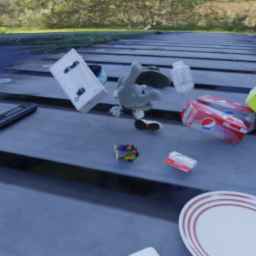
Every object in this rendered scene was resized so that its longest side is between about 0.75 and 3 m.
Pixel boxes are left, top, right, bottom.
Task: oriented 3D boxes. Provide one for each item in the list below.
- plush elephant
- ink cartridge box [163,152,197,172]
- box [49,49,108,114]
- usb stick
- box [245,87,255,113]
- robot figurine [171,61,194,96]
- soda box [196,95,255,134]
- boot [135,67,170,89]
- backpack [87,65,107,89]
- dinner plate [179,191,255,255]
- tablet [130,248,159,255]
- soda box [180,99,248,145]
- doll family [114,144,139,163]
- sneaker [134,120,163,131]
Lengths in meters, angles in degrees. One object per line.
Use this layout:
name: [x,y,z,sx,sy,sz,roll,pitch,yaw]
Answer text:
plush elephant: [0.212,-1.204,10.626,1.633,1.983,1.535,47,12,1]
ink cartridge box: [1.554,0.993,8.333,0.777,0.174,0.684,24,21,29]
box: [-1.705,-1.607,9.645,1.960,1.143,0.589,52,5,17]
usb stick: [-4.921,-0.463,11.766,0.793,0.466,2.859,5,25,20]
box: [5.599,-0.501,10.530,2.447,0.583,1.492,46,37,6]
robot figurine: [1.644,-1.485,8.497,0.573,1.015,0.861,-16,-1,23]
soda box: [4.016,-0.617,11.591,0.790,0.872,2.490,-19,31,-36]
boot: [1.673,-3.207,17.156,2.762,0.997,2.086,16,27,31]
backpack: [-1.493,-1.687,10.786,1.290,1.036,1.410,13,64,30]
dinner plate: [2.424,2.279,5.938,2.672,0.324,2.672,-1,25,0]
tablet: [-0.132,2.872,4.860,2.007,0.137,1.306,-12,27,-23]
soda box: [3.018,-0.204,9.914,2.228,0.706,0.780,20,28,-11]
doll family: [-0.023,0.776,9.014,0.775,0.526,1.340,-8,22,-6]
sneaker: [0.821,-0.067,11.092,1.216,0.428,0.569,9,0,35]
